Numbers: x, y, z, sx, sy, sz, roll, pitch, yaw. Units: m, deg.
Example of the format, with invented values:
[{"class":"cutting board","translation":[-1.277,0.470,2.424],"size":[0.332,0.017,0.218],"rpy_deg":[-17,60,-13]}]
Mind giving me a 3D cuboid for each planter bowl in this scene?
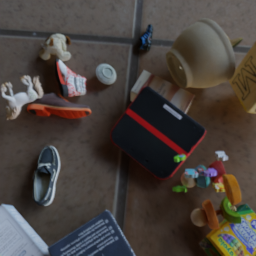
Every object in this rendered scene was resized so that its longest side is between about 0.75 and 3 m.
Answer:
[{"class":"planter bowl","translation":[2.342,-2.384,9.906],"size":[1.607,2.388,2.388],"rpy_deg":[-28,74,-5]}]

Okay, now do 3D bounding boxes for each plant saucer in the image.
[{"class":"plant saucer","translation":[-0.820,-2.105,10.812],"size":[0.851,0.214,0.851],"rpy_deg":[9,71,-27]}]

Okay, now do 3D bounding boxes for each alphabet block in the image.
[{"class":"alphabet block","translation":[4.864,-1.639,9.502],"size":[1.773,1.816,1.783],"rpy_deg":[8,47,-17]}]

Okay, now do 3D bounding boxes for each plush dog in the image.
[{"class":"plush dog","translation":[-2.888,-3.338,11.125],"size":[1.272,1.021,1.093],"rpy_deg":[4,48,1]}]

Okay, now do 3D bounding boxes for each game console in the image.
[{"class":"game console","translation":[0.937,0.224,9.669],"size":[2.676,0.415,2.367],"rpy_deg":[38,94,7]}]

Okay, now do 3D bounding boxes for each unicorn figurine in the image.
[{"class":"unicorn figurine","translation":[-3.896,-1.055,9.909],"size":[1.849,0.683,1.270],"rpy_deg":[-19,109,4]}]

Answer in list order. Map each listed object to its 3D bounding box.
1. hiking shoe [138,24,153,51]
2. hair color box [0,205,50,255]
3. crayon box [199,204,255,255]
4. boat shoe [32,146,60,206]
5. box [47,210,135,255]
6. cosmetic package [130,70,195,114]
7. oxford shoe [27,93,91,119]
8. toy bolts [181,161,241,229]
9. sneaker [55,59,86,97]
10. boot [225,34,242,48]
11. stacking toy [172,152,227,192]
[{"class":"hiking shoe","translation":[0.722,-3.730,11.423],"size":[0.519,0.446,1.198],"rpy_deg":[8,72,2]},{"class":"hair color box","translation":[-3.410,3.891,8.649],"size":[2.816,0.854,1.394],"rpy_deg":[43,77,14]},{"class":"crayon box","translation":[3.445,3.565,8.937],"size":[1.992,0.514,1.253],"rpy_deg":[-37,75,-11]},{"class":"boat shoe","translation":[-2.809,1.565,9.534],"size":[0.789,0.629,2.086],"rpy_deg":[-6,70,3]},{"class":"box","translation":[-0.747,4.131,8.251],"size":[1.996,1.439,2.689],"rpy_deg":[-30,74,-10]},{"class":"cosmetic package","translation":[1.227,-1.099,10.292],"size":[2.085,0.909,1.077],"rpy_deg":[27,75,9]},{"class":"oxford shoe","translation":[-2.496,-0.886,10.281],"size":[2.338,0.832,0.848],"rpy_deg":[6,69,2]},{"class":"toy bolts","translation":[2.503,1.962,8.853],"size":[1.429,1.967,2.060],"rpy_deg":[-14,46,4]},{"class":"sneaker","translation":[-2.213,-1.929,10.789],"size":[0.980,0.610,1.828],"rpy_deg":[-7,55,-24]},{"class":"boot","translation":[4.037,-3.737,11.489],"size":[0.903,0.341,1.031],"rpy_deg":[-33,74,-10]},{"class":"stacking toy","translation":[2.284,1.460,8.898],"size":[1.725,0.405,1.300],"rpy_deg":[-4,112,0]}]
